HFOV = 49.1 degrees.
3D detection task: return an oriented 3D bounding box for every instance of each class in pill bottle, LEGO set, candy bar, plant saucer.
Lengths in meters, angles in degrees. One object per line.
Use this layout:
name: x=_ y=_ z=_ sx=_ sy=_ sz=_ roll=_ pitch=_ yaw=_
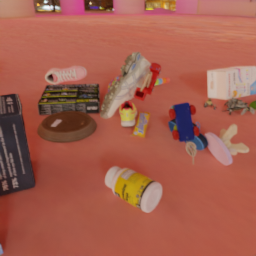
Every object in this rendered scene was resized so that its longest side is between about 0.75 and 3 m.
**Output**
pill bottle: x=0.096 y=1.446 z=6.861 sx=1.331 sy=0.748 sz=0.748 roll=20 pitch=34 yaw=35
LEGO set: x=4.247 y=-1.034 z=11.761 sx=2.022 sy=0.573 sz=1.313 roll=6 pitch=29 yaw=11
candy bar: x=0.492 y=-0.124 z=10.420 sx=0.501 sy=0.223 sz=2.009 roll=5 pitch=29 yaw=9
plant saucer: x=-2.242 y=-0.114 z=10.309 sx=2.168 sy=0.319 sz=2.168 roll=0 pitch=29 yaw=0

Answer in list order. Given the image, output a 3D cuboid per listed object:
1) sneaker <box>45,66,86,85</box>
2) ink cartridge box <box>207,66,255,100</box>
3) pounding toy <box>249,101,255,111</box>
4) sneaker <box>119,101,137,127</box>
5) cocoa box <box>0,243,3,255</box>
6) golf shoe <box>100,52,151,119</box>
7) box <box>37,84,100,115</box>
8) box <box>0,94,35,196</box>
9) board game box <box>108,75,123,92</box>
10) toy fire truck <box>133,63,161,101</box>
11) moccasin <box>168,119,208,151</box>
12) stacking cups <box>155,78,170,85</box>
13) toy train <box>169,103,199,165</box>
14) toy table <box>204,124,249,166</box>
sneaker: x=-3.333 y=-2.724 z=14.743 sx=2.155 sy=0.811 sz=1.127 roll=-1 pitch=27 yaw=9
ink cartridge box: x=4.557 y=-2.023 z=12.618 sx=1.992 sy=1.280 sz=1.247 roll=-13 pitch=16 yaw=-21
pounding toy: x=5.559 y=-1.035 z=11.821 sx=0.862 sy=0.518 sz=1.117 roll=22 pitch=34 yaw=36
sneaker: x=-0.009 y=-0.771 z=10.937 sx=0.713 sy=0.823 sz=1.823 roll=-7 pitch=28 yaw=-2
cocoa box: x=-3.038 y=1.934 z=5.375 sx=0.838 sy=1.257 sz=0.825 roll=-19 pitch=34 yaw=-30
golf shoe: x=0.048 y=-1.354 z=10.200 sx=1.327 sy=2.730 sz=1.069 roll=32 pitch=-4 yaw=-20
box: x=-2.485 y=-1.307 z=12.293 sx=2.503 sy=0.595 sz=2.417 roll=-2 pitch=30 yaw=-6
box: x=-4.039 y=0.579 z=6.926 sx=2.988 sy=2.211 sz=1.559 roll=-10 pitch=29 yaw=-21
board game box: x=-0.414 y=-1.828 z=11.321 sx=1.176 sy=0.229 sz=0.929 roll=-30 pitch=50 yaw=20
toy fire truck: x=0.668 y=-1.546 z=9.259 sx=0.353 sy=1.449 sz=1.022 roll=22 pitch=-2 yaw=13
moccasin: x=2.071 y=0.057 z=9.417 sx=0.665 sy=0.784 sz=1.949 roll=-23 pitch=35 yaw=-16
stacking cups: x=1.618 y=-2.421 z=14.707 sx=1.265 sy=0.383 sz=0.383 roll=-13 pitch=30 yaw=-33
toy train: x=1.307 y=0.109 z=6.731 sx=0.601 sy=1.421 sz=0.822 roll=-11 pitch=7 yaw=-2
toy table: x=2.938 y=0.504 z=8.411 sx=0.747 sy=1.173 sz=1.276 roll=-23 pitch=48 yaw=-8
